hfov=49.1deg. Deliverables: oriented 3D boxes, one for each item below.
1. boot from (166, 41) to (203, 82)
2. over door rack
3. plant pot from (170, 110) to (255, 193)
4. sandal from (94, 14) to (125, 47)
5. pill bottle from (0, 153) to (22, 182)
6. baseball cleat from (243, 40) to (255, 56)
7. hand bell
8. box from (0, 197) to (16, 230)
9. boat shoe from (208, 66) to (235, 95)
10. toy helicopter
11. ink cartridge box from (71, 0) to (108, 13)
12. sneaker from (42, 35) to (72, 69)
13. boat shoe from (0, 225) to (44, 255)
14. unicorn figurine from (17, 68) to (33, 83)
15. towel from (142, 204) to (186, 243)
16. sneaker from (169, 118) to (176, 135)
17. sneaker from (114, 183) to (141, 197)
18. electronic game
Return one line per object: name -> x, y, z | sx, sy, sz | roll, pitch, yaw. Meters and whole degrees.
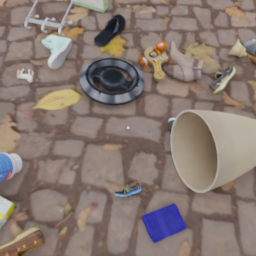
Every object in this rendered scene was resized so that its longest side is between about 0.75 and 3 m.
boot -> 2.487, -2.893, 12.251 | 1.505, 0.723, 2.058 | 5, 68, 6
over door rack -> -3.714, -5.881, 13.877 | 2.012, 0.907, 2.723 | 13, 80, 9
plant pot -> 3.271, 0.587, 9.268 | 2.789, 2.612, 2.612 | -7, 57, -20
sandal -> -0.815, -4.792, 13.572 | 0.876, 0.493, 2.304 | 23, 61, 14
pill bottle -> -4.269, 1.317, 9.044 | 0.946, 1.685, 0.946 | 2, 97, 21
baseball cleat -> 6.152, -3.292, 12.515 | 2.042, 0.712, 1.087 | 15, 59, 10
hand bell -> 5.376, -3.227, 12.611 | 1.580, 0.823, 0.823 | 34, 63, 5
box -> -4.533, 3.014, 8.745 | 1.094, 0.451, 1.865 | 23, 58, 13
boat shoe -> 3.891, -2.104, 11.613 | 0.578, 0.652, 1.782 | 43, 55, -5
toy helicopter -> 1.135, -2.827, 12.209 | 1.298, 0.774, 1.963 | -8, 59, 1
ink cartridge box -> -1.990, -7.308, 13.818 | 1.993, 2.738, 0.657 | 21, 57, 13
sneaker -> -3.428, -3.418, 12.558 | 1.189, 0.742, 2.017 | 16, 50, 3
boat shoe -> -3.385, 3.659, 8.174 | 1.969, 0.709, 0.665 | -31, 71, -14
unicorn figurine -> -4.380, -2.255, 12.125 | 0.944, 0.349, 0.648 | -1, 67, 17
towel -> 1.128, 3.004, 8.863 | 1.198, 0.297, 0.885 | -19, 67, -11
sneaker -> 2.240, 0.086, 10.551 | 1.481, 0.524, 0.734 | 6, 60, 10
sneaker -> -0.027, 2.073, 9.342 | 0.914, 0.324, 0.379 | -14, 73, -14
electronic game -> -0.670, -2.010, 11.778 | 2.726, 0.567, 2.726 | 4, 53, -5
